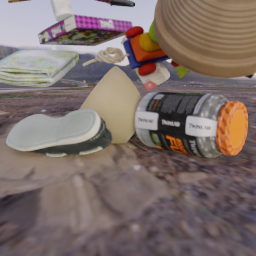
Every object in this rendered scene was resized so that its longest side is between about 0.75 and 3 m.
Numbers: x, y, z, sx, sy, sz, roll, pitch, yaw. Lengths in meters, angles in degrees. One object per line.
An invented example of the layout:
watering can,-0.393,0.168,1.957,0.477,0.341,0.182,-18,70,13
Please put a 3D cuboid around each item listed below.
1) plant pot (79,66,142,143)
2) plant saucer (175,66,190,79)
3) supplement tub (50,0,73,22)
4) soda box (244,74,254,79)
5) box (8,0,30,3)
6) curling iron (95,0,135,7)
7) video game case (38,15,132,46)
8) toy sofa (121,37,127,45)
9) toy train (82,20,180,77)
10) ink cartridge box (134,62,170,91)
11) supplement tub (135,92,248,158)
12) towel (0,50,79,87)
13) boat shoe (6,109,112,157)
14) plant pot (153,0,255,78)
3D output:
plant pot,-0.307,-0.339,6.533,1.217,1.813,1.813,36,12,-1
plant saucer,2.382,-3.608,10.847,0.588,2.452,2.456,18,-42,-32
supplement tub,-2.491,-4.562,10.372,0.689,1.045,0.689,-16,-1,0
soda box,3.634,-2.551,7.785,0.968,0.866,2.736,21,-21,6
box,-3.234,-3.869,8.356,0.637,0.083,0.780,-13,35,-12
curling iron,-0.701,-4.490,9.866,2.556,0.327,0.634,32,31,35
video game case,-1.421,-3.194,9.409,2.160,0.427,2.384,-2,9,45
toy sofa,0.179,-3.452,11.849,0.987,0.482,0.409,39,6,-4
toy train,0.470,-2.030,6.656,2.947,1.247,1.705,-19,0,-19
ink cartridge box,0.560,-1.761,7.926,0.701,1.204,0.406,-28,12,36
supplement tub,1.232,-0.094,5.681,2.021,1.238,1.238,9,13,43
towel,-3.012,-2.038,9.266,2.107,0.593,2.461,6,31,8
boat shoe,-1.435,0.206,5.612,2.377,0.899,0.717,-1,-33,32
plant pot,1.819,-2.341,5.155,2.675,2.675,1.235,1,-25,4
